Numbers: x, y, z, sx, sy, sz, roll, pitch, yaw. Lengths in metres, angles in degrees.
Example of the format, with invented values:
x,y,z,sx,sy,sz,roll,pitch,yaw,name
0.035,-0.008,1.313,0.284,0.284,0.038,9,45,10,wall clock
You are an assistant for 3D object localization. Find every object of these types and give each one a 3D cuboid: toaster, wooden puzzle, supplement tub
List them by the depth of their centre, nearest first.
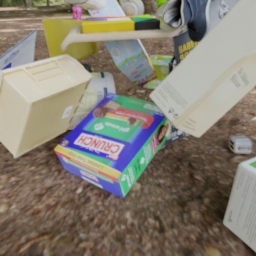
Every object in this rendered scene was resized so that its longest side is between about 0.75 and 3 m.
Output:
x,y,z,sx,sy,sz,roll,pitch,yaw,name
-0.255,-2.443,6.761,2.612,0.486,2.417,-9,26,-2,wooden puzzle
3.421,0.502,8.569,0.515,0.453,0.797,-1,18,3,toaster
-1.825,-0.906,9.700,2.672,1.937,1.937,-4,28,-8,supplement tub

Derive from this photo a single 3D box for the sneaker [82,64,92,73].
x,y,z,sx,sy,sz,roll,pitch,yaw,name
-2.222,-2.303,13.448,1.335,1.117,2.942,-20,31,-22,sneaker

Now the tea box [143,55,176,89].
x,y,z,sx,sy,sz,roll,pitch,yaw,name
1.843,-2.799,14.097,1.877,1.274,1.907,6,28,13,tea box

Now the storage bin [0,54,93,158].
x,y,z,sx,sy,sz,roll,pitch,yaw,name
-1.991,-0.537,6.527,0.913,1.948,1.934,43,41,11,storage bin

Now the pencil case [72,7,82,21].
x,y,z,sx,sy,sz,roll,pitch,yaw,name
-2.151,-4.620,11.913,0.443,0.977,0.457,-6,37,-14,pencil case

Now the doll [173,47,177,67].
x,y,z,sx,sy,sz,roll,pitch,yaw,name
2.139,-3.059,12.060,0.347,0.978,1.434,-11,52,20,doll

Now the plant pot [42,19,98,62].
x,y,z,sx,sy,sz,roll,pitch,yaw,name
-2.129,-3.421,11.010,1.575,1.786,1.786,-6,19,8,plant pot

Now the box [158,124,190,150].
x,y,z,sx,sy,sz,roll,pitch,yaw,name
0.861,-0.116,9.702,1.655,0.522,2.098,-22,34,-36,box

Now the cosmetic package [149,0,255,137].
x,y,z,sx,sy,sz,roll,pitch,yaw,name
1.920,-1.148,5.737,1.420,2.744,1.003,16,33,-55,cosmetic package

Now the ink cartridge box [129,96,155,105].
x,y,z,sx,sy,sz,roll,pitch,yaw,name
0.203,-0.178,8.795,1.050,1.443,0.346,21,18,32,ink cartridge box

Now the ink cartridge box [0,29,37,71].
x,y,z,sx,sy,sz,roll,pitch,yaw,name
-3.394,-1.471,7.772,0.520,2.212,2.186,28,50,1,ink cartridge box

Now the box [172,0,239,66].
x,y,z,sx,sy,sz,roll,pitch,yaw,name
2.623,-2.662,8.261,2.604,2.063,0.629,-16,-17,37,box

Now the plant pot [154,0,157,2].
x,y,z,sx,sy,sz,roll,pitch,yaw,name
1.372,-5.657,11.708,0.914,0.914,0.837,7,30,14,plant pot

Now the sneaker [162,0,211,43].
x,y,z,sx,sy,sz,roll,pitch,yaw,name
1.198,-2.197,5.770,0.590,1.551,1.120,35,69,26,sneaker

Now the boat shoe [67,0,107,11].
x,y,z,sx,sy,sz,roll,pitch,yaw,name
-0.998,-3.064,6.616,0.650,0.716,1.948,35,15,-31,boat shoe

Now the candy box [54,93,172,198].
x,y,z,sx,sy,sz,roll,pitch,yaw,name
-0.344,0.320,7.595,2.136,0.973,2.526,18,54,31,candy box

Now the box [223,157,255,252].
x,y,z,sx,sy,sz,roll,pitch,yaw,name
3.043,1.443,5.416,1.648,1.656,1.419,-15,34,-28,box

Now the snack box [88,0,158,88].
x,y,z,sx,sy,sz,roll,pitch,yaw,name
-0.115,-2.890,9.541,0.976,2.432,2.884,-28,-12,10,snack box

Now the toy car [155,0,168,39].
x,y,z,sx,sy,sz,roll,pitch,yaw,name
1.978,-3.889,10.152,1.756,1.443,1.386,14,-20,-40,toy car

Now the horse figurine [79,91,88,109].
x,y,z,sx,sy,sz,roll,pitch,yaw,name
-1.456,-0.867,8.068,0.517,0.781,0.195,18,15,-23,horse figurine

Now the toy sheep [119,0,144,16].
x,y,z,sx,sy,sz,roll,pitch,yaw,name
0.146,-4.824,11.364,1.101,1.101,1.597,11,35,21,toy sheep
